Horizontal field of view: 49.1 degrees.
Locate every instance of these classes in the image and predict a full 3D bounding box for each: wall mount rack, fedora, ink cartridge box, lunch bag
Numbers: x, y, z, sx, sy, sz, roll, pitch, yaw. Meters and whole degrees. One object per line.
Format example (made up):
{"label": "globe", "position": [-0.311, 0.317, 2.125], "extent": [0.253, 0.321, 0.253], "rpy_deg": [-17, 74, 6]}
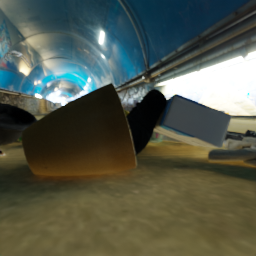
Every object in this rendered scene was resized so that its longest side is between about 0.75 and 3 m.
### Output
{"label": "wall mount rack", "position": [-5.359, -3.387, 13.751], "extent": [1.187, 0.509, 1.366], "rpy_deg": [15, 16, -18]}
{"label": "fedora", "position": [-4.682, -0.080, 10.651], "extent": [2.360, 1.078, 2.360], "rpy_deg": [24, 16, -7]}
{"label": "ink cartridge box", "position": [1.857, -0.148, 8.949], "extent": [1.795, 1.036, 2.474], "rpy_deg": [20, -4, -2]}
{"label": "lunch bag", "position": [0.473, 0.214, 10.939], "extent": [1.722, 0.664, 1.381], "rpy_deg": [4, 0, 13]}

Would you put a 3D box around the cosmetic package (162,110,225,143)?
{"label": "cosmetic package", "position": [2.488, -0.070, 11.248], "extent": [2.593, 1.318, 0.960], "rpy_deg": [5, 9, 42]}

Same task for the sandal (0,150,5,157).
{"label": "sandal", "position": [-4.039, 0.680, 8.123], "extent": [1.023, 0.293, 0.392], "rpy_deg": [2, 5, 24]}

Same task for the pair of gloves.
{"label": "pair of gloves", "position": [3.824, 0.597, 7.793], "extent": [2.544, 0.525, 2.992], "rpy_deg": [3, 4, 35]}

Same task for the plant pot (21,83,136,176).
{"label": "plant pot", "position": [-1.074, 0.214, 5.896], "extent": [2.035, 1.897, 1.897], "rpy_deg": [-15, 7, -8]}

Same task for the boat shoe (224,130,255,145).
{"label": "boat shoe", "position": [4.383, 0.364, 10.093], "extent": [1.810, 0.613, 0.649], "rpy_deg": [3, 6, 37]}

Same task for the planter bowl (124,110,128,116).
{"label": "planter bowl", "position": [-0.376, -0.377, 13.092], "extent": [1.710, 0.712, 1.710], "rpy_deg": [5, 45, -5]}

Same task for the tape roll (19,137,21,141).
{"label": "tape roll", "position": [-4.243, 0.359, 11.959], "extent": [0.846, 0.203, 0.846], "rpy_deg": [-9, 5, 1]}

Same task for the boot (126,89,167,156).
{"label": "boot", "position": [0.080, 0.127, 8.724], "extent": [0.985, 2.662, 2.182], "rpy_deg": [37, -27, -3]}
